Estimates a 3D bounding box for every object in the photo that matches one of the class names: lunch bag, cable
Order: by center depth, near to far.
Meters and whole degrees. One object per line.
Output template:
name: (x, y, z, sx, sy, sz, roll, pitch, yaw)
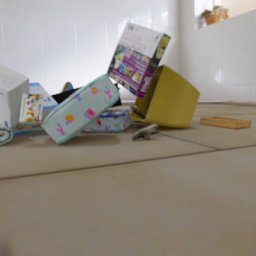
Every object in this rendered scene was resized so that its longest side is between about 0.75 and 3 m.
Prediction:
lunch bag: (-1.554, -0.720, 9.804, 2.845, 1.097, 2.282, -38, 10, -2)
lunch bag: (-0.946, -0.360, 12.665, 1.942, 0.916, 2.424, 0, 7, 12)
cable: (0.585, -0.719, 13.361, 0.590, 0.306, 1.215, 21, -6, 45)

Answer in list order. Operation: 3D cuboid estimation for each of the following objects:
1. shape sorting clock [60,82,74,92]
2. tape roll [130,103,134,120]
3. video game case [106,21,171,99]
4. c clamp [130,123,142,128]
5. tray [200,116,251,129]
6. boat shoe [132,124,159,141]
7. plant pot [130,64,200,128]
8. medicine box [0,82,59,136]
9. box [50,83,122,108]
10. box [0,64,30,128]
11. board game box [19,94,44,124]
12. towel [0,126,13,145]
shape sorting clock: (-3.243, -1.410, 14.900, 0.413, 2.104, 2.104, 3, 8, 4)
tape roll: (1.338, -1.073, 15.585, 2.415, 0.798, 2.415, -11, -5, -1)
video game case: (0.272, -2.873, 11.486, 0.503, 2.548, 2.811, 13, 18, -37)
c clamp: (0.177, -0.154, 13.828, 0.909, 0.144, 1.064, -6, 10, -39)
tray: (4.735, -0.271, 13.800, 1.075, 0.403, 2.179, -5, 9, -32)
boat shoe: (0.648, 0.212, 10.006, 1.075, 0.394, 0.400, -26, -14, -14)
plant pot: (1.780, -1.211, 13.057, 2.239, 2.538, 2.539, 19, 0, -16)
medicine box: (-4.279, -0.840, 11.611, 2.049, 1.158, 2.250, -13, 41, -38)
box: (-2.082, -1.213, 12.779, 2.954, 1.165, 2.085, -6, 4, 44)
box: (-4.278, -1.128, 9.484, 1.606, 1.597, 1.049, 26, 43, 10)
board game box: (-3.025, -0.602, 8.815, 0.640, 1.014, 0.175, -1, -26, -8)
towel: (-5.521, 0.248, 9.073, 2.777, 0.669, 2.377, -7, 11, -42)
